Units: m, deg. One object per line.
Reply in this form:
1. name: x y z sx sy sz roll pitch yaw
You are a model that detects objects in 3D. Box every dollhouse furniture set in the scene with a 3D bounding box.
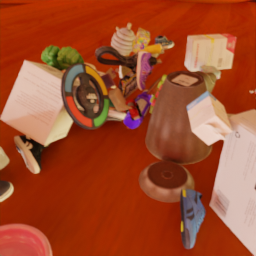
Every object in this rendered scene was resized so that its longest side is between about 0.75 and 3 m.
1. dollhouse furniture set: -0.560 -1.356 10.150 1.211 1.528 1.085 -15 26 36

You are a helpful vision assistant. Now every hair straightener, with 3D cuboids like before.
1. hair straightener: 1.030 -1.125 12.148 1.082 0.576 2.813 24 37 31

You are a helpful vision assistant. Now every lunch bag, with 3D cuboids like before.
1. lunch bag: 4.314 -2.955 14.813 0.919 0.442 1.146 -5 34 -8

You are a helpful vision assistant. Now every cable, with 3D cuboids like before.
1. cable: 0.048 -2.519 10.224 2.842 1.380 0.715 -2 62 -24

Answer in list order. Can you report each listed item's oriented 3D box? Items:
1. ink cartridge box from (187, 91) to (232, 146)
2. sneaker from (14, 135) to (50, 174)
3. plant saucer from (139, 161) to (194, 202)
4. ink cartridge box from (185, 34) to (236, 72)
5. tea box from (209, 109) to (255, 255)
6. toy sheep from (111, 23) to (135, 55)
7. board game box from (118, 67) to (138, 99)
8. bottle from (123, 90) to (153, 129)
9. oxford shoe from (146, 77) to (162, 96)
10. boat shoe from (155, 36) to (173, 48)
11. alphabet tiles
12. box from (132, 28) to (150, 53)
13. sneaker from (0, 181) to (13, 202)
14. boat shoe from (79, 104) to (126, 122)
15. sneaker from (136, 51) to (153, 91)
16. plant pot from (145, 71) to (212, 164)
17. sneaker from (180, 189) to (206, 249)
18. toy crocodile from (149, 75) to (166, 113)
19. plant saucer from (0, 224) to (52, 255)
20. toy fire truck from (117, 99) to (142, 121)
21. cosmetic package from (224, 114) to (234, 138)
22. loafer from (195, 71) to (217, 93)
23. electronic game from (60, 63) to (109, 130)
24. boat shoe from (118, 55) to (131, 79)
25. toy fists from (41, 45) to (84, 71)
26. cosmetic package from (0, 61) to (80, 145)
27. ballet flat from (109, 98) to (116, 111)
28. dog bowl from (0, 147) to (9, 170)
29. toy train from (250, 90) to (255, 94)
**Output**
1. ink cartridge box: 1.732 -0.165 6.010 0.627 0.611 0.975 36 34 -26
2. sneaker: -2.956 0.667 9.219 1.072 0.700 1.916 -20 39 -29
3. plant saucer: 1.156 1.486 8.365 1.655 0.303 1.655 1 34 -1
4. ink cartridge box: 4.455 -4.156 15.401 2.410 1.749 1.005 -5 32 -8
5. tea box: 3.835 1.058 6.656 2.839 2.886 1.928 -13 36 -20
6. toy sheep: -0.227 -3.997 12.892 1.203 1.745 1.203 11 40 -9
7. board game box: 0.049 -1.579 10.099 0.301 0.878 1.062 34 52 16
8. bottle: 0.456 -0.783 10.724 0.608 0.778 1.862 39 47 -9
9. oxford shoe: 1.366 -1.565 11.090 0.720 0.721 2.021 49 35 7
10. boat shoe: 2.419 -5.718 18.525 0.672 0.863 1.900 25 41 32
11. alphabet tiles: -2.042 -2.641 13.610 2.812 0.210 2.875 10 28 -26
12. box: 0.524 -3.624 11.769 0.481 0.789 0.760 19 40 -15
13. sneaker: -4.215 1.737 7.584 1.967 0.781 0.771 -14 35 -22
14. boat shoe: -1.412 -0.477 10.762 2.624 0.869 0.917 10 10 -20
15. sneaker: 0.556 -1.877 9.399 0.558 1.338 0.540 3 33 2
16. plant pot: 1.763 -0.499 9.264 2.337 2.500 2.337 -1 36 1
17. sneaker: 1.659 2.229 7.031 0.671 0.564 1.711 8 35 5
18. toy crocodile: 1.175 -1.153 10.172 0.576 1.707 0.527 37 38 16
19. plant saucer: -2.628 3.016 5.903 2.026 0.514 2.026 1 34 0
20. toy fire truck: 0.030 -0.701 9.425 0.528 0.821 0.723 -27 45 12
21. cosmetic package: 3.859 0.111 10.177 0.772 0.545 1.492 6 34 8
22. loafer: 2.716 -1.731 10.115 0.812 0.752 2.160 30 6 18
23. electronic game: -1.212 -0.932 8.268 0.412 1.981 1.981 -11 25 33
24. boat shoe: -0.204 -2.668 13.067 0.604 1.705 0.591 -20 43 -22
25. toy fists: -2.302 -2.371 9.782 1.796 0.916 0.618 15 53 33
26. cosmetic package: -2.681 -0.849 9.255 1.713 2.059 1.723 29 12 5
27. ballet flat: -0.581 -0.903 10.487 0.541 0.496 1.575 41 28 1
28. dog bowl: -4.905 0.991 7.769 2.848 0.835 2.848 -11 13 3
29. toy train: 6.099 -1.613 13.000 0.664 0.246 0.883 -7 35 -10
